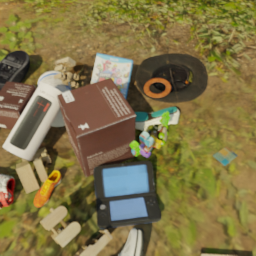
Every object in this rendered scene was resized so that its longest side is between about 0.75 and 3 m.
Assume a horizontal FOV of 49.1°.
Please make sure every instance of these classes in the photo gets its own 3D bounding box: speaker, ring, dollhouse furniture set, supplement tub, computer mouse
[{"bbox_3d":[-3.072,-0.236,9.360,1.025,1.025,2.524,25,81,19],"label":"speaker"},{"bbox_3d":[1.125,-1.565,10.815,1.036,0.099,1.036,-3,52,4],"label":"ring"},{"bbox_3d":[-3.158,1.418,9.638,1.089,0.933,1.145,-22,19,-17],"label":"dollhouse furniture set"},{"bbox_3d":[-2.828,-1.163,11.034,1.303,1.303,1.974,-13,53,-10],"label":"supplement tub"},{"bbox_3d":[-2.472,-2.126,10.857,0.674,0.952,1.036,-8,70,30],"label":"dollhouse furniture set"},{"bbox_3d":[-5.384,-2.249,12.389,1.962,0.747,2.833,24,66,19],"label":"computer mouse"},{"bbox_3d":[-1.467,2.788,7.741,1.137,1.501,1.712,-39,87,-26],"label":"dollhouse furniture set"}]

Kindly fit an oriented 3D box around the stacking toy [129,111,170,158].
[{"bbox_3d":[0.545,0.532,9.130,0.518,2.203,1.661,37,63,17],"label":"stacking toy"}]

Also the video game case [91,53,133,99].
[{"bbox_3d":[-0.734,-1.897,11.528,1.534,0.191,2.143,11,82,-3],"label":"video game case"}]

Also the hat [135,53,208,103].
[{"bbox_3d":[1.765,-1.828,11.621,2.912,1.175,2.912,-1,60,2],"label":"hat"}]

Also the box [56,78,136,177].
[{"bbox_3d":[-1.001,0.019,9.398,1.924,2.344,1.944,-20,54,-16],"label":"box"}]

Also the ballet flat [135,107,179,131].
[{"bbox_3d":[0.833,-0.240,10.608,2.240,0.778,0.778,-9,50,8],"label":"ballet flat"}]

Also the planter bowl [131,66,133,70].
[{"bbox_3d":[-0.476,-2.527,12.350,1.174,1.174,0.790,19,86,15],"label":"planter bowl"}]

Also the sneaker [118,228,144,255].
[{"bbox_3d":[-0.576,3.771,7.148,1.619,1.062,2.814,14,54,9],"label":"sneaker"}]

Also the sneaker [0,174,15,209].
[{"bbox_3d":[-4.341,2.398,8.446,1.272,0.792,2.373,5,48,8],"label":"sneaker"}]

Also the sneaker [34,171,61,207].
[{"bbox_3d":[-2.639,1.930,9.031,0.478,0.506,1.311,18,54,13],"label":"sneaker"}]

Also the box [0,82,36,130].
[{"bbox_3d":[-4.273,-0.807,10.813,1.214,1.202,1.464,9,51,7],"label":"box"}]

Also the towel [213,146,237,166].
[{"bbox_3d":[3.480,1.013,10.054,0.751,0.081,0.551,-29,57,-24],"label":"towel"}]

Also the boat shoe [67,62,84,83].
[{"bbox_3d":[-2.510,-2.342,12.606,0.540,0.462,1.474,38,63,4],"label":"boat shoe"}]

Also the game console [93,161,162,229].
[{"bbox_3d":[-0.061,1.977,8.501,1.912,1.131,1.632,-6,27,-4],"label":"game console"}]

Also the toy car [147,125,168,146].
[{"bbox_3d":[1.035,0.226,10.409,0.795,0.628,0.653,6,39,20],"label":"toy car"}]

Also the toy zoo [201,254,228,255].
[{"bbox_3d":[2.709,4.410,7.046,1.485,0.232,2.264,3,46,1],"label":"toy zoo"}]
